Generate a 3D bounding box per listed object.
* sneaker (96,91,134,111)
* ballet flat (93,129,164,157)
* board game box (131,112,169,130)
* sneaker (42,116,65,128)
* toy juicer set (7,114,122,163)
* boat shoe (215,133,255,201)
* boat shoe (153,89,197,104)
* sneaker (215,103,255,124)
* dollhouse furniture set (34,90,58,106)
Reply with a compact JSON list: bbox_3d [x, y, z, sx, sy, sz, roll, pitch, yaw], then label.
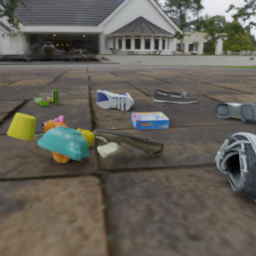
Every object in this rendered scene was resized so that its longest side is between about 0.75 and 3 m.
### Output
[{"bbox_3d":[-0.487,-1.229,12.785,1.839,0.743,1.062,15,17,25],"label":"sneaker"},{"bbox_3d":[0.012,0.369,6.733,1.796,0.416,0.605,13,4,-16],"label":"ballet flat"},{"bbox_3d":[0.747,-0.260,9.827,1.153,0.322,1.129,-2,16,-6],"label":"board game box"},{"bbox_3d":[-2.398,-0.039,8.767,0.676,0.560,1.418,-4,7,-1],"label":"sneaker"},{"bbox_3d":[-1.299,0.456,6.791,2.977,0.810,1.894,17,2,29],"label":"toy juicer set"},{"bbox_3d":[2.179,0.654,5.602,0.787,0.851,2.305,15,26,2],"label":"boat shoe"},{"bbox_3d":[2.350,-1.604,14.090,2.203,0.628,0.737,3,16,11],"label":"boat shoe"},{"bbox_3d":[4.322,-0.629,10.483,0.882,0.754,2.025,-6,17,-39],"label":"sneaker"},{"bbox_3d":[-4.040,-1.542,13.686,0.904,0.693,1.380,-6,16,-30],"label":"dollhouse furniture set"}]
